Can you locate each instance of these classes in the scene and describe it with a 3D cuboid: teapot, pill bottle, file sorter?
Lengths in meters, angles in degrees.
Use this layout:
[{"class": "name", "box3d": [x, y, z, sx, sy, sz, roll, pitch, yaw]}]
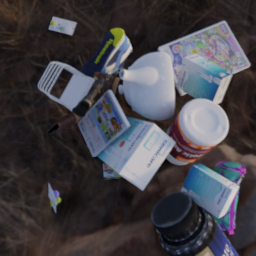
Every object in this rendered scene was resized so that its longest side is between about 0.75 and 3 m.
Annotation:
[{"class": "teapot", "box3d": [0.552, -1.273, 9.023, 1.700, 2.328, 2.297, -5, 35, 5]}, {"class": "pill bottle", "box3d": [1.885, 3.216, 7.743, 1.617, 1.617, 2.890, -38, 108, -8]}, {"class": "file sorter", "box3d": [-2.159, -1.445, 9.332, 1.113, 1.787, 1.240, 30, 90, -32]}, {"class": "pill bottle", "box3d": [1.974, 0.277, 8.936, 1.444, 2.529, 1.444, 3, 66, -7]}]

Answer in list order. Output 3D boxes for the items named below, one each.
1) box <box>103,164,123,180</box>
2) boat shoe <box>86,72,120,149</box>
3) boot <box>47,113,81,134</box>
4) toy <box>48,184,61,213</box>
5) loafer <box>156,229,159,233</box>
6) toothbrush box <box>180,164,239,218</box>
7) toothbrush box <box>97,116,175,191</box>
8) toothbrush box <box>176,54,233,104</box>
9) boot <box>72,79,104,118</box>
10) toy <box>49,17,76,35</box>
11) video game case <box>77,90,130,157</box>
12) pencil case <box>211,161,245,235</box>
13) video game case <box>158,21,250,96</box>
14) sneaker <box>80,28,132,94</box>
[{"class": "box", "box3d": [-0.370, 1.516, 9.981, 1.014, 0.176, 0.558, -5, 78, -1]}, {"class": "boat shoe", "box3d": [-1.083, -0.558, 9.725, 0.961, 0.962, 2.733, 15, 100, -4]}, {"class": "boot", "box3d": [-2.256, -0.079, 9.251, 1.155, 1.388, 0.502, -33, 93, -49]}, {"class": "toy", "box3d": [-2.143, 2.044, 8.217, 0.249, 1.056, 0.608, -17, 64, -28]}, {"class": "loafer", "box3d": [1.287, 3.407, 9.089, 0.879, 0.307, 0.307, 19, 48, -31]}, {"class": "toothbrush box", "box3d": [2.228, 1.709, 7.749, 1.270, 0.541, 0.929, 30, 110, 36]}, {"class": "toothbrush box", "box3d": [0.119, 0.661, 8.721, 0.993, 2.329, 1.705, 39, 83, -24]}, {"class": "toothbrush box", "box3d": [2.384, -1.528, 8.970, 0.637, 1.093, 1.493, -25, 50, -36]}, {"class": "boot", "box3d": [-1.131, -0.876, 8.226, 0.401, 1.158, 1.008, 38, 55, -16]}, {"class": "toy", "box3d": [-2.602, -4.022, 11.177, 0.988, 0.233, 0.569, 17, 81, 2]}, {"class": "video game case", "box3d": [-0.830, -0.102, 8.822, 1.852, 0.167, 1.326, -41, 67, 36]}, {"class": "pencil case", "box3d": [3.179, 2.219, 9.136, 0.925, 1.004, 2.173, 2, 98, -30]}, {"class": "video game case", "box3d": [2.917, -2.729, 10.873, 2.946, 0.265, 2.109, -23, 79, -5]}, {"class": "sneaker", "box3d": [-0.823, -2.247, 10.304, 2.731, 1.123, 1.010, -50, 57, 5]}]
